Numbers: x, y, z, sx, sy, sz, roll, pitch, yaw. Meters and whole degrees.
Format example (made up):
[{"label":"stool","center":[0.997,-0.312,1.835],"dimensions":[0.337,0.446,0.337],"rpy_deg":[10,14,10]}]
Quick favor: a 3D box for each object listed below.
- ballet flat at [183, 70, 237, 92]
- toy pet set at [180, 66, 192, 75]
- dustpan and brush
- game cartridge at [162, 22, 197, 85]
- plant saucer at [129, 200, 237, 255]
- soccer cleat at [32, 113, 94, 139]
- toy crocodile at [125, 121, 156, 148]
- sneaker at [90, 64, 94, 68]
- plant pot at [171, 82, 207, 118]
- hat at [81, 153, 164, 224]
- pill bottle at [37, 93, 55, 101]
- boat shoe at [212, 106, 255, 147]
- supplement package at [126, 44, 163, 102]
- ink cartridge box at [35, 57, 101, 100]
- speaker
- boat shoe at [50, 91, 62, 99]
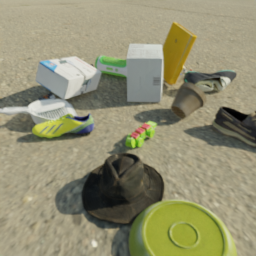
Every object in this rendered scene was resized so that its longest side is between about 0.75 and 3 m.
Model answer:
[{"label":"ballet flat","center":[4.160,-2.242,13.874],"dimensions":[2.937,1.073,1.073],"rpy_deg":[-3,32,-16]},{"label":"toy pet set","center":[3.031,-2.976,15.436],"dimensions":[1.149,0.653,1.230],"rpy_deg":[30,30,-22]},{"label":"dustpan and brush","center":[-3.610,-0.637,11.324],"dimensions":[2.999,0.858,2.093],"rpy_deg":[-13,35,-20]},{"label":"game cartridge","center":[2.356,-3.800,14.384],"dimensions":[0.430,2.651,2.337],"rpy_deg":[7,32,-22]},{"label":"plant saucer","center":[1.291,2.607,6.593],"dimensions":[2.545,0.395,2.545],"rpy_deg":[2,35,-1]},{"label":"soccer cleat","center":[-2.427,-0.161,10.492],"dimensions":[2.294,0.960,0.742],"rpy_deg":[-4,33,-7]},{"label":"toy crocodile","center":[0.469,0.207,10.267],"dimensions":[0.582,0.532,1.724],"rpy_deg":[24,43,32]},{"label":"sneaker","center":[-2.099,-3.373,16.026],"dimensions":[0.346,0.390,0.923],"rpy_deg":[-5,33,-7]},{"label":"plant pot","center":[2.391,-1.051,11.599],"dimensions":[1.289,1.289,1.118],"rpy_deg":[31,70,38]},{"label":"hat","center":[-0.120,1.402,7.995],"dimensions":[2.630,1.061,2.630],"rpy_deg":[1,33,-1]},{"label":"pill bottle","center":[-3.711,-1.155,12.489],"dimensions":[0.484,0.484,0.911],"rpy_deg":[17,37,25]},{"label":"boat shoe","center":[4.487,-0.054,10.261],"dimensions":[2.798,1.026,1.042],"rpy_deg":[19,37,27]},{"label":"supplement package","center":[0.788,-2.637,13.272],"dimensions":[1.617,2.103,2.199],"rpy_deg":[2,33,4]},{"label":"ink cartridge box","center":[-2.740,-2.408,13.154],"dimensions":[1.815,1.064,2.479],"rpy_deg":[32,32,17]},{"label":"speaker","center":[-0.667,-3.381,15.508],"dimensions":[2.284,1.010,1.010],"rpy_deg":[15,36,22]},{"label":"boat shoe","center":[-3.344,-1.901,13.577],"dimensions":[1.686,0.621,0.541],"rpy_deg":[31,35,33]}]
